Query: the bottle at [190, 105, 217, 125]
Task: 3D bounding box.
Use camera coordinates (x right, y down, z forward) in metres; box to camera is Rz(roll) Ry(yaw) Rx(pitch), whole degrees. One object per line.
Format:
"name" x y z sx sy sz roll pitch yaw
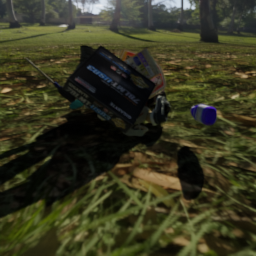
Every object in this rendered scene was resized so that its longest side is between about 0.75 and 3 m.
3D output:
"bottle" 2.588 -0.503 9.832 0.489 0.625 1.497 5 11 -8

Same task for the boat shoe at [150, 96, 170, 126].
"boat shoe" 1.442 -0.743 11.471 0.605 0.758 2.005 -12 31 26

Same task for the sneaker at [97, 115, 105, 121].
"sneaker" -0.611 -0.723 11.909 1.418 0.542 0.535 -18 48 -29

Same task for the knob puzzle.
"knob puzzle" 0.521 -2.244 12.161 2.632 2.632 0.365 -1 -16 -2

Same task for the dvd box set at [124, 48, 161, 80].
"dvd box set" 0.337 -2.382 11.761 1.716 1.255 0.252 -31 -2 -2

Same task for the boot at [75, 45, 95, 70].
"boot" -1.188 -2.084 11.997 0.981 1.892 2.897 3 -22 33

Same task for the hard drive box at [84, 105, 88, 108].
"hard drive box" -1.583 -1.565 12.824 0.930 1.193 0.458 -18 15 -40

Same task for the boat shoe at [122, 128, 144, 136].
"boat shoe" 0.171 0.151 10.207 0.803 0.304 0.242 14 7 -1

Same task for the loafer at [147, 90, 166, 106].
"loafer" 0.817 -1.347 13.171 2.840 1.021 0.894 -4 49 -41

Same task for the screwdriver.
"screwdriver" -3.111 -1.968 11.270 0.373 2.564 0.358 -47 6 -30

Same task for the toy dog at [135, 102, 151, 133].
"toy dog" 0.359 -0.571 11.110 1.264 0.923 1.917 10 23 15

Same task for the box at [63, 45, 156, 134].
"box" -0.563 -1.518 10.362 2.737 0.680 2.717 36 44 -5

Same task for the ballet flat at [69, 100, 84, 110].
"ballet flat" -2.139 -1.184 13.149 1.410 0.474 0.480 -35 75 -20
